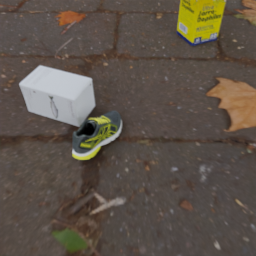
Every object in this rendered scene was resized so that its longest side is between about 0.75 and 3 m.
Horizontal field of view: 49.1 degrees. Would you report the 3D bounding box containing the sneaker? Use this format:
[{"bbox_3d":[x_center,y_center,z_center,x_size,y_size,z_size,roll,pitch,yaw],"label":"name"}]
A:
[{"bbox_3d":[-0.952,0.046,9.290,0.896,1.018,2.405,20,45,21],"label":"sneaker"}]

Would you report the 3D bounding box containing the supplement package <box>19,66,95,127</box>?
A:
[{"bbox_3d":[-2.557,-1.197,10.378,2.280,1.333,1.338,16,48,16],"label":"supplement package"}]

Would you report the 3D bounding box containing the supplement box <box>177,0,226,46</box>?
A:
[{"bbox_3d":[3.622,-5.860,13.929,1.586,2.914,1.596,-18,48,-16],"label":"supplement box"}]
